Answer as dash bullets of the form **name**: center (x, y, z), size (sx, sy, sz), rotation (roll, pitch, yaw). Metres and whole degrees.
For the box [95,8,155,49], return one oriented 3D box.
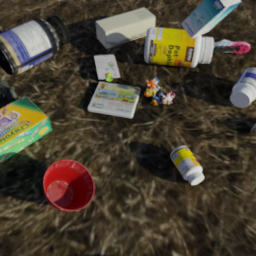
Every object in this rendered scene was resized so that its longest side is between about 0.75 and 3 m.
- **box**: center (-0.110, -4.931, 13.788), size (2.787, 0.953, 1.145), rotation (-23, 54, -17)

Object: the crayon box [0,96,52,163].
- **crayon box**: center (-4.187, 0.118, 9.729), size (2.566, 0.748, 1.524), rotation (-37, 59, -26)

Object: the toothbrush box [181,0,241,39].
- **toothbrush box**: center (2.702, -3.767, 9.219), size (1.138, 1.554, 0.663), rotation (-32, 87, -36)

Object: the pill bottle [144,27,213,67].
- **pill bottle**: center (2.173, -3.479, 12.204), size (2.813, 1.537, 1.537), rotation (7, 51, 6)

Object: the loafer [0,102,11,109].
- **loafer**: center (-4.804, -0.700, 10.714), size (0.367, 0.326, 0.966), rotation (16, 36, 9)

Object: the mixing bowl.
- **mixing bowl**: center (-1.838, 1.790, 8.145), size (1.521, 0.824, 1.521), rotation (21, 48, -25)

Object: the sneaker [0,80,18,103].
- **sneaker**: center (-4.911, -1.225, 10.918), size (0.959, 0.640, 1.674), rotation (-39, 54, -24)

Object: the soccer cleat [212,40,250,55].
- **soccer cleat**: center (4.761, -3.858, 13.118), size (1.783, 0.623, 0.770), rotation (-2, 50, -1)

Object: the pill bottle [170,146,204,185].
- **pill bottle**: center (1.889, 1.199, 8.905), size (0.653, 0.653, 1.195), rotation (-18, 53, -15)

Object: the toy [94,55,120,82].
- **toy**: center (-0.940, -2.578, 12.225), size (0.903, 0.370, 1.568), rotation (-7, 49, -9)

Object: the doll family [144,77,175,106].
- **doll family**: center (1.133, -1.307, 11.132), size (1.377, 0.621, 0.855), rotation (43, 53, 9)

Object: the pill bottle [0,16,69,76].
- **pill bottle**: center (-2.629, -2.314, 7.681), size (1.089, 1.089, 1.947), rotation (37, 59, 26)

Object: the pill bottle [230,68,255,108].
- **pill bottle**: center (4.675, -1.566, 11.013), size (0.934, 0.934, 1.613), rotation (28, 56, 21)

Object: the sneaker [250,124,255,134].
- **sneaker**: center (4.977, 0.024, 10.024), size (1.125, 0.421, 0.598), rotation (-22, 51, -19)

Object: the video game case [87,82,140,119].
- **video game case**: center (-0.529, -1.135, 11.143), size (1.760, 0.201, 1.602), rotation (10, 51, 9)
